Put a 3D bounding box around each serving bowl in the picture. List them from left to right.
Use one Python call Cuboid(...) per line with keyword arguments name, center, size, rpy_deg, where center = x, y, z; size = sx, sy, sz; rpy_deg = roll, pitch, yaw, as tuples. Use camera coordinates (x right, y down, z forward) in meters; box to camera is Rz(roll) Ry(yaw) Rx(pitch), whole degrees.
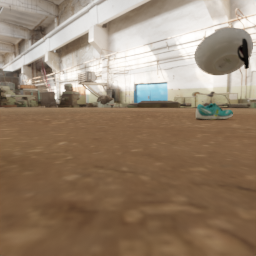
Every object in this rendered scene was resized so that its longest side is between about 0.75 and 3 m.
Cuboid(name="serving bowl", center=(2.600, -1.913, 7.555), size=(1.542, 0.507, 1.542), rpy_deg=(-3, -31, -2))

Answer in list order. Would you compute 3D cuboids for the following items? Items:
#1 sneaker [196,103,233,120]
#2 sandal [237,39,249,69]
Cuboid(name="sneaker", center=(3.858, -0.731, 12.393), size=(1.851, 0.737, 0.717), rpy_deg=(-1, 5, -21))
Cuboid(name="sandal", center=(2.390, -1.517, 5.837), size=(0.184, 0.289, 0.768), rpy_deg=(5, -31, 31))
